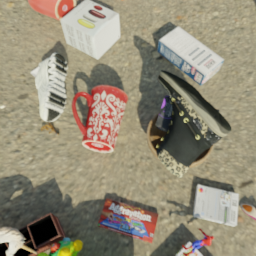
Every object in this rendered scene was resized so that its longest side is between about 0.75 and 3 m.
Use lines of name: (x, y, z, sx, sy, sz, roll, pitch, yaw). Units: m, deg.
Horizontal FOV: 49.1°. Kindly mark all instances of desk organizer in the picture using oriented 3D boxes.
desk organizer: (-3.224, 3.620, 8.687, 2.365, 0.911, 0.848, -26, 66, -13)

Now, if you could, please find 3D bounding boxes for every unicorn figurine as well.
unicorn figurine: (-4.189, 3.309, 8.227, 2.509, 0.926, 1.723, 34, 60, 31)

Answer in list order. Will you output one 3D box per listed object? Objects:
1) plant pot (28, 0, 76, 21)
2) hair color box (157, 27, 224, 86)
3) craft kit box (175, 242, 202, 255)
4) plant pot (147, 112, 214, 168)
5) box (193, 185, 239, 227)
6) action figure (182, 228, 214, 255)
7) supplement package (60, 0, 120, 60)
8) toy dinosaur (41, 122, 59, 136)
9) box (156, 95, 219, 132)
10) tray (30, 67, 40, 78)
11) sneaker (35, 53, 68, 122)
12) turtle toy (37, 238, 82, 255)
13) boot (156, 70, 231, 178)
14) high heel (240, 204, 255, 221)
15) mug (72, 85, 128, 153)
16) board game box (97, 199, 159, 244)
plant pot: (-3.465, -5.964, 13.119, 1.617, 1.828, 1.828, 37, 69, 18)
hair color box: (2.669, -3.160, 12.248, 1.309, 0.792, 2.617, -39, 69, -18)
craft kit box: (1.851, 4.913, 8.294, 2.066, 0.501, 2.041, -39, 67, -18)
plant pot: (1.826, 0.484, 10.195, 2.345, 1.082, 2.345, 0, 61, 0)
box: (2.989, 2.637, 9.549, 1.408, 0.290, 1.098, 12, 63, 5)
action figure: (2.076, 3.462, 8.568, 1.158, 0.573, 0.378, -10, 107, -24)
supplement package: (-1.628, -4.430, 12.548, 1.863, 1.370, 1.782, 31, 66, 17)
toy dinosaur: (-3.091, -0.052, 10.977, 0.617, 0.351, 1.161, -8, 53, -42)
box: (1.996, -0.268, 9.538, 1.845, 0.979, 1.128, 18, 86, 12)
tray: (-3.488, -2.579, 12.313, 0.766, 0.158, 1.427, 41, 70, 19)
sneaker: (-3.227, -1.584, 11.424, 1.192, 1.105, 2.942, -9, 67, 24)
turtle toy: (-2.084, 3.835, 8.282, 0.762, 1.508, 1.099, 29, 105, 26)
boot: (1.445, -0.185, 8.789, 1.081, 2.262, 2.995, 2, 41, -46)
high heel: (4.277, 2.971, 9.383, 1.109, 0.532, 0.374, 23, 58, 41)
mug: (-1.130, -0.306, 10.511, 1.937, 1.456, 2.182, 7, 67, 8)
board game box: (0.011, 3.095, 9.378, 1.858, 0.181, 0.957, 15, 63, 7)
